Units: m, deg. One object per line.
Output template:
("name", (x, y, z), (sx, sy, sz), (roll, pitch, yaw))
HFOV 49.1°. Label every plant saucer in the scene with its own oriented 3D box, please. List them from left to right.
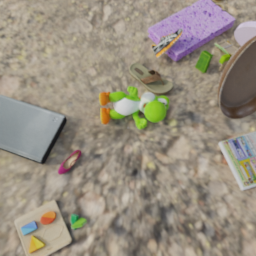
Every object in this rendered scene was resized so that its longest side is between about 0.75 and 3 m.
("plant saucer", (3.691, -1.563, 8.214), (2.900, 2.900, 0.465), (-27, 47, -13))

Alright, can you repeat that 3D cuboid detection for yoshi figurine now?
("yoshi figurine", (0.238, -0.604, 8.602), (2.199, 1.236, 1.231), (-3, 73, -4))

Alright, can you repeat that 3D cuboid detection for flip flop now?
("flip flop", (0.749, -1.735, 9.498), (1.735, 0.499, 0.703), (39, 69, 18))

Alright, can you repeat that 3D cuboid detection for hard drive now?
("hard drive", (-3.324, 0.013, 8.665), (2.339, 0.385, 1.633), (18, 64, 9))

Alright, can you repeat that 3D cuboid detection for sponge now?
("sponge", (2.371, -3.773, 10.562), (2.912, 0.434, 1.625), (-33, 67, -15))

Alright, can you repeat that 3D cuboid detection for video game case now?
("video game case", (3.655, 0.930, 8.318), (1.407, 0.170, 1.545), (-15, 64, -8))

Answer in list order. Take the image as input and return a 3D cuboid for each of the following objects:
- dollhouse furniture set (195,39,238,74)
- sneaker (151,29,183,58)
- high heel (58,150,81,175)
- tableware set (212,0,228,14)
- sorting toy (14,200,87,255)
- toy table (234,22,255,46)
("dollhouse furniture set", (3.233, -2.518, 10.039), (1.761, 0.680, 0.880), (-26, 57, -34))
("sneaker", (1.368, -3.026, 9.728), (1.293, 0.506, 0.499), (-42, 87, 0))
("high heel", (-1.716, 0.980, 8.128), (0.300, 0.427, 0.889), (38, 68, 4))
("tableware set", (3.654, -5.129, 11.382), (0.819, 0.248, 1.239), (6, 63, 3))
("sorting toy", (-2.020, 2.581, 7.420), (1.718, 0.253, 1.270), (-26, 65, -12))
("toy table", (5.116, -3.252, 9.455), (2.472, 2.273, 1.448), (38, 83, 18))
